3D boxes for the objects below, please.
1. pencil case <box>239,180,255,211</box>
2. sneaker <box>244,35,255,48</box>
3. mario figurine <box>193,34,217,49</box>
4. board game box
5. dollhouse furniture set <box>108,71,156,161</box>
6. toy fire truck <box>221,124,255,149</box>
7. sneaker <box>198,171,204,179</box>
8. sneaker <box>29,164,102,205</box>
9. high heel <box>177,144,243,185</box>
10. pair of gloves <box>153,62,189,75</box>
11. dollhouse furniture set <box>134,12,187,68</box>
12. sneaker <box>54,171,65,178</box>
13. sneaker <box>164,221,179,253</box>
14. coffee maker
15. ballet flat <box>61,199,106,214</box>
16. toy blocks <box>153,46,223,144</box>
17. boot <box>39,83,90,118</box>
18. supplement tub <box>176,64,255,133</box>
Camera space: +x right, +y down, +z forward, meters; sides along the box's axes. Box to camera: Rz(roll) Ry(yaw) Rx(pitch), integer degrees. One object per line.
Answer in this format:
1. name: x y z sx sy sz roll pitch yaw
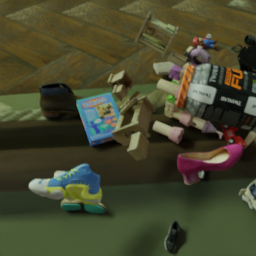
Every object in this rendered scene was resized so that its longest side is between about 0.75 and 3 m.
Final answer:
1. pencil case: 4.423 2.638 8.000 1.162 1.011 2.598 -22 50 -16
2. sneaker: 4.279 -2.813 9.401 0.523 0.373 1.054 6 34 -19
3. mario figurine: 4.140 -4.636 15.149 1.257 0.666 0.776 10 48 7
4. board game box: -1.049 -0.376 10.941 1.464 0.433 1.925 -15 64 -14
5. dollhouse furniture set: -0.278 -0.299 8.449 1.166 1.854 2.097 -21 35 33
6. toy fire truck: 4.234 0.495 10.131 1.269 0.439 1.800 -12 67 3
7. sneaker: 2.316 1.321 9.727 0.530 0.345 0.918 1 48 4
8. sneaker: -1.513 1.345 7.137 1.887 0.714 0.991 22 65 -31
9. high heel: 1.441 0.465 4.888 1.279 0.614 0.431 -24 30 -5
10. pair of gloves: 2.567 -2.286 13.066 2.223 0.458 2.615 -13 53 -19
11. dollhouse furniture set: 1.275 -2.916 8.835 1.656 0.920 1.464 28 36 -3
12. sneaker: -1.917 1.729 9.344 1.129 0.427 0.495 -4 57 6
13. sneaker: 1.256 3.085 8.018 0.328 0.380 0.867 12 48 11
14. coffee maker: 4.231 -2.365 9.785 0.780 1.158 1.113 -34 72 16
15. ballet flat: -1.358 2.330 8.695 1.414 0.498 0.461 7 33 2
16. toy blocks: 2.638 -1.034 10.360 2.392 2.655 2.841 24 51 22
17. boot: -2.350 -1.244 11.427 2.573 1.247 0.961 -12 33 -11
18. supplement tub: 2.428 -0.776 6.983 2.268 1.390 1.390 14 48 7
